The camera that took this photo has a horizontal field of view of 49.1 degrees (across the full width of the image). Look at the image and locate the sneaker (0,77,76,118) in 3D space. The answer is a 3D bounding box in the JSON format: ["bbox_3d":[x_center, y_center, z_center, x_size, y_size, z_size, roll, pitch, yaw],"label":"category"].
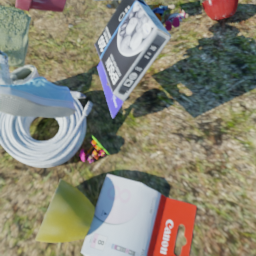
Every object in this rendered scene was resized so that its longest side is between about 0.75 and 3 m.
[{"bbox_3d":[-2.736,-0.955,7.902,0.976,2.639,1.081,-31,64,34],"label":"sneaker"}]

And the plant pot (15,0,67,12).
[{"bbox_3d":[-3.051,-4.996,10.065,1.635,1.826,1.826,9,57,-24],"label":"plant pot"}]

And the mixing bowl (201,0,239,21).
[{"bbox_3d":[4.291,-5.496,12.855,1.705,1.705,0.924,-17,105,-10],"label":"mixing bowl"}]

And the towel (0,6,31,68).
[{"bbox_3d":[-4.310,-2.856,8.487,2.475,1.836,0.452,4,24,-25],"label":"towel"}]

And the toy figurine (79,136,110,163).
[{"bbox_3d":[-1.248,0.875,9.702,0.845,0.689,0.918,-43,93,-7],"label":"toy figurine"}]

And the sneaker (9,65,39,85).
[{"bbox_3d":[-4.230,-1.048,10.088,1.048,1.644,2.846,28,65,15],"label":"sneaker"}]

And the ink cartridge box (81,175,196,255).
[{"bbox_3d":[0.424,2.949,8.355,2.998,0.855,2.436,12,61,11],"label":"ink cartridge box"}]

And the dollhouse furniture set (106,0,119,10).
[{"bbox_3d":[-0.270,-5.603,10.904,0.854,1.929,1.000,-28,88,-43],"label":"dollhouse furniture set"}]

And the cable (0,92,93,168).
[{"bbox_3d":[-2.885,-0.071,9.584,2.860,0.990,2.860,17,72,-4],"label":"cable"}]

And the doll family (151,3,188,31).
[{"bbox_3d":[0.733,-3.686,9.432,2.396,1.079,1.487,-17,28,22],"label":"doll family"}]

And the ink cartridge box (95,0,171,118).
[{"bbox_3d":[-0.221,-2.204,8.179,0.614,2.828,2.802,16,35,-32],"label":"ink cartridge box"}]

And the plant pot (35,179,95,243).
[{"bbox_3d":[-1.716,2.543,8.140,1.273,1.794,1.794,22,61,-9],"label":"plant pot"}]

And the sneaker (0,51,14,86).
[{"bbox_3d":[-3.804,-1.838,8.281,0.611,1.514,0.579,-23,23,7],"label":"sneaker"}]
